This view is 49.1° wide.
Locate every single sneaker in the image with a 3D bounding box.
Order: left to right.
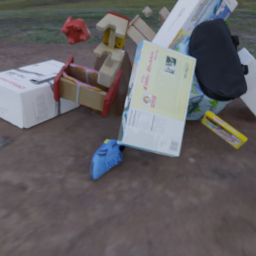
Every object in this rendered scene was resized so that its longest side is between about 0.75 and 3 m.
[{"bbox_3d":[-0.424,0.681,6.182,0.533,0.448,1.360,11,29,13],"label":"sneaker"}]

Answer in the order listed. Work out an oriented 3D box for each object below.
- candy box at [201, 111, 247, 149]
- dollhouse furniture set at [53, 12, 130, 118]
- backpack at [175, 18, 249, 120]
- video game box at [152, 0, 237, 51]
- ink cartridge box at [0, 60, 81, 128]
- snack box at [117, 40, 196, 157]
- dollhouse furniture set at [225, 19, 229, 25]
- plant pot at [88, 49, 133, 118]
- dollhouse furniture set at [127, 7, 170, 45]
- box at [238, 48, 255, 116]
[{"bbox_3d":[2.282,0.055,6.739,1.097,0.561,0.145,39,77,17],"label":"candy box"},{"bbox_3d":[-0.895,-1.670,6.844,1.542,2.866,1.166,20,53,1],"label":"dollhouse furniture set"},{"bbox_3d":[1.833,-1.206,7.569,1.989,2.110,2.587,-12,-15,3],"label":"backpack"},{"bbox_3d":[1.992,-3.061,8.441,0.621,2.653,2.417,46,25,24],"label":"video game box"},{"bbox_3d":[-2.801,-1.209,8.965,1.993,1.125,2.716,21,33,30],"label":"ink cartridge box"},{"bbox_3d":[0.626,-0.599,5.959,1.287,2.215,0.411,15,-9,-18],"label":"snack box"},{"bbox_3d":[3.234,-3.226,10.419,0.948,1.889,1.237,-17,5,7],"label":"dollhouse furniture set"},{"bbox_3d":[-0.455,-1.515,8.851,1.708,1.828,1.708,1,28,-1],"label":"plant pot"},{"bbox_3d":[0.802,-3.078,9.671,1.601,1.877,0.917,47,9,1],"label":"dollhouse furniture set"},{"bbox_3d":[3.654,-1.307,8.279,0.912,1.714,1.305,-38,13,25],"label":"box"}]
